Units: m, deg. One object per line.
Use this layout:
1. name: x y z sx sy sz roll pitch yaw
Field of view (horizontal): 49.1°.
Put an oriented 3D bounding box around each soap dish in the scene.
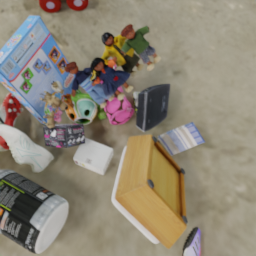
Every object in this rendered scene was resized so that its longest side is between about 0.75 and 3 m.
1. soap dish: 0.666 1.477 7.338 1.030 1.995 2.536 -33 20 24

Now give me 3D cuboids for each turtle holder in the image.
1. turtle holder: -1.480 -0.592 9.410 1.025 1.349 0.958 -23 64 22

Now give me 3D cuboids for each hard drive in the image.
1. hard drive: 0.802 -0.705 8.815 0.412 1.314 1.948 12 21 25

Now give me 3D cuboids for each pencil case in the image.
1. pencil case: -0.504 -1.238 9.587 1.037 1.005 2.215 -36 65 30

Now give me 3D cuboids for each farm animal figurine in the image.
1. farm animal figurine: -2.125 -0.641 8.268 1.161 0.605 1.148 -45 71 5

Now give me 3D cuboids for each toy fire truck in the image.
1. toy fire truck: -2.792 -6.104 11.272 2.772 2.328 1.554 -6 64 -3

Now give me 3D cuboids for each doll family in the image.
1. doll family: -0.554 -1.879 8.354 2.984 1.725 1.171 -48 33 3

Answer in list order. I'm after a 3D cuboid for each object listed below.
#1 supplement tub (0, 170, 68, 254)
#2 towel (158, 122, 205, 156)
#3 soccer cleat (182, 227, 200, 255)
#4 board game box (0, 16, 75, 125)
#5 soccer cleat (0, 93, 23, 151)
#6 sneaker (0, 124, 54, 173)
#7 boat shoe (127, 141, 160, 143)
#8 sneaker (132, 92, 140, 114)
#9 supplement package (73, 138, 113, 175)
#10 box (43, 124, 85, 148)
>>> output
1. supplement tub: -3.055 2.145 7.685 2.523 1.546 1.546 25 67 13
2. towel: 1.637 0.368 8.682 1.216 0.893 0.145 -25 28 24
3. soccer cleat: 1.746 3.513 7.631 0.570 0.531 1.558 22 70 10
4. board game box: -2.781 -1.684 8.879 0.511 2.792 2.112 14 64 28
5. soccer cleat: -4.122 -0.227 9.294 0.942 0.759 2.211 -14 59 14
6. sneaker: -3.230 0.624 8.463 2.000 0.703 0.801 42 68 -22
7. boat shoe: 0.522 0.460 9.238 1.054 0.380 0.379 6 33 14
8. sneaker: 0.492 -0.679 9.617 0.543 0.536 1.421 -8 63 0
9. supplement package: -1.086 0.906 8.856 1.006 0.558 0.784 21 66 9
10. box: -1.969 0.214 8.632 1.118 0.738 0.641 1 99 39
